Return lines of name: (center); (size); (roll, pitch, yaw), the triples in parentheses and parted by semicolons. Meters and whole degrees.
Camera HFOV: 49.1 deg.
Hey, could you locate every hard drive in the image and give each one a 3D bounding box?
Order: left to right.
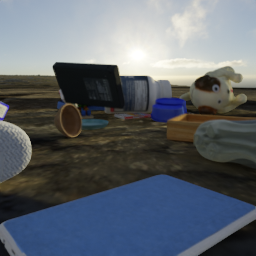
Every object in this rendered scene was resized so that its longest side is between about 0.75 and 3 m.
hard drive: (-1.473, -1.590, 10.594); (2.541, 1.773, 0.418); (7, 45, 20)

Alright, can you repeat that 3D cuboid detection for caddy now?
caddy: (1.479, -0.575, 10.123); (1.361, 0.714, 0.962); (5, 34, 21)

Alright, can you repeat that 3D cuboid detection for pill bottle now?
pill bottle: (0.370, -1.464, 12.226); (2.783, 1.664, 1.664); (-1, 10, -7)

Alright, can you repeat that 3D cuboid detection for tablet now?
tablet: (0.092, 0.979, 2.960); (2.413, 0.165, 1.570); (-7, 12, -39)

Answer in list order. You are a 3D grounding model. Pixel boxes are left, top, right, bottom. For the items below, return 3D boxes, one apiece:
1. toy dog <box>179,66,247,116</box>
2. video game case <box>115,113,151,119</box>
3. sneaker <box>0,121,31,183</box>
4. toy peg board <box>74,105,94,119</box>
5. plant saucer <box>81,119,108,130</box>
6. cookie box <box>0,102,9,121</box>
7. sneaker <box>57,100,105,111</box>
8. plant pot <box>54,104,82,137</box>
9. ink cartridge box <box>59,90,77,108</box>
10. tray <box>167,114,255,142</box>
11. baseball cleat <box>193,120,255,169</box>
toy dog: (3.601, -1.608, 12.169); (2.868, 2.064, 2.958); (2, 13, 16)
video game case: (0.193, -0.488, 11.202); (1.237, 0.108, 0.885); (-6, 11, -26)
sneaker: (-2.937, 0.239, 4.299); (2.973, 1.117, 1.709); (-5, 14, -8)
toy peg board: (-1.960, -0.650, 11.103); (0.951, 0.465, 0.947); (-5, 11, -24)
plant saucer: (-1.248, -0.109, 8.957); (1.246, 0.171, 1.246); (0, 10, 0)
cookie box: (-3.414, -0.249, 5.911); (1.310, 1.120, 0.492); (22, -8, 7)
sneaker: (-1.977, -1.401, 13.447); (2.796, 1.089, 0.981); (-3, 11, -16)
plant pot: (-1.656, -0.174, 7.451); (0.409, 0.886, 0.886); (-8, 5, 28)
ink cartridge box: (-2.625, -1.271, 12.294); (0.358, 0.865, 0.634); (-28, 55, 1)
tray: (2.629, 0.072, 6.949); (2.985, 0.553, 1.472); (5, 12, 28)
baseball cleat: (2.462, 0.248, 4.548); (1.592, 1.043, 2.992); (-5, 12, -26)
